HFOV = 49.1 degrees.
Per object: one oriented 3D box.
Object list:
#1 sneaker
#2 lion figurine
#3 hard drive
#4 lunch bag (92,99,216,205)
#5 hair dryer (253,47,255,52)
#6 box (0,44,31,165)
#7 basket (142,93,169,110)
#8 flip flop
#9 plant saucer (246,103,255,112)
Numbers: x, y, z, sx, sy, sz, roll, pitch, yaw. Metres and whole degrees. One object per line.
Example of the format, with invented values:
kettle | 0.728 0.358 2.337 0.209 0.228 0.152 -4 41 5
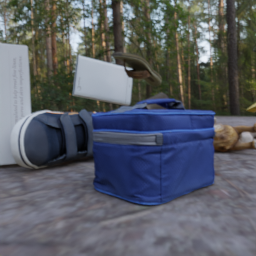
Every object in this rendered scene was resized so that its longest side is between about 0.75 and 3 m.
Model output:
sneaker | -1.242 0.154 6.168 1.168 1.153 2.941 -5 4 16
lion figurine | 3.200 0.290 7.995 2.657 0.963 1.627 14 -13 -37
hard drive | -0.966 -1.854 11.240 2.363 1.559 0.315 8 -8 -25
lunch bag | 0.483 0.218 4.325 1.365 1.330 2.010 4 6 44
hair dryer | 3.765 -1.959 7.411 0.737 0.263 0.968 -17 33 29
box | -3.405 -0.457 5.846 2.474 2.461 1.617 -2 4 -25
basket | 1.964 -1.464 23.526 1.989 2.637 2.925 23 27 35
flip flop | 0.338 -1.921 9.713 0.927 0.658 2.286 16 -10 43
plant saucer | 3.986 -0.712 8.194 0.762 0.185 0.762 -29 -2 -31
